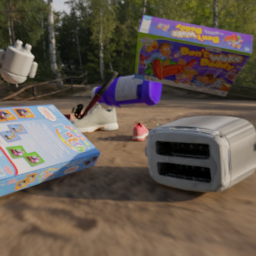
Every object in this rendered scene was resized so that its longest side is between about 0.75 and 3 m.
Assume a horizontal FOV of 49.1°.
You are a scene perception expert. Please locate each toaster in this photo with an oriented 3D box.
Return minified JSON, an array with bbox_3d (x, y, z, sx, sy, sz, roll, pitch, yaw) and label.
[{"bbox_3d":[1.227,0.415,4.663,1.957,1.112,1.264,3,11,42],"label":"toaster"}]

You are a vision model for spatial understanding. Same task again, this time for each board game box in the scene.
[{"bbox_3d":[1.402,-1.644,6.668,2.412,0.540,1.622,12,-27,5],"label":"board game box"},{"bbox_3d":[-1.763,0.241,4.827,1.641,0.397,2.170,41,29,25],"label":"board game box"}]

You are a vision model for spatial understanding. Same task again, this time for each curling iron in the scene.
[{"bbox_3d":[-1.072,-1.052,9.130,0.510,2.059,0.263,44,2,-43],"label":"curling iron"}]

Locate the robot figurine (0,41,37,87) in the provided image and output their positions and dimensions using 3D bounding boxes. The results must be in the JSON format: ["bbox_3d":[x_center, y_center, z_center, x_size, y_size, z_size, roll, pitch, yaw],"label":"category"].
[{"bbox_3d":[-2.914,-1.662,7.332,0.998,1.177,0.665,21,13,-22],"label":"robot figurine"}]

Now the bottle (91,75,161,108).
[{"bbox_3d":[-0.135,-1.217,9.624,2.543,1.062,0.830,-2,-21,34],"label":"bottle"}]

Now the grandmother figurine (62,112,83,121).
[{"bbox_3d":[-2.510,-0.381,12.074,2.653,0.803,1.609,0,-2,-19],"label":"grandmother figurine"}]

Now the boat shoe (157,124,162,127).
[{"bbox_3d":[1.291,-0.035,11.216,0.248,0.270,0.755,-3,2,10],"label":"boat shoe"}]

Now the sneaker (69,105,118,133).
[{"bbox_3d":[-1.444,-0.373,10.880,2.232,1.027,0.845,-6,9,-35],"label":"sneaker"}]

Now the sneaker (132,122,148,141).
[{"bbox_3d":[0.428,0.059,9.249,0.465,0.547,1.261,0,11,11],"label":"sneaker"}]
